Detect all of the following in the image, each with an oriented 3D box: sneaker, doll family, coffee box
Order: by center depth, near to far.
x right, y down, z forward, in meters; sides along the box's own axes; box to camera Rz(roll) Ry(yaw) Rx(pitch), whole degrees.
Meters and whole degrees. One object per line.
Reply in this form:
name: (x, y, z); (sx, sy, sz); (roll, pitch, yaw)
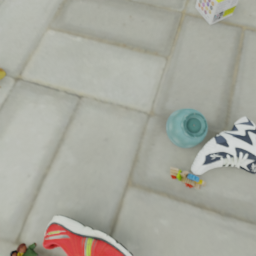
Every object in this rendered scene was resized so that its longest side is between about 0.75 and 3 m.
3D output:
sneaker: (-0.997, 3.129, 7.075); (2.521, 0.971, 1.070); (16, 62, 17)
doll family: (-2.873, 3.698, 7.097); (1.035, 0.703, 1.791); (37, 73, 10)
sneaker: (3.198, 0.918, 8.172); (2.520, 1.006, 1.640); (-31, 60, -24)
coffee box: (3.444, -4.930, 10.837); (1.108, 1.096, 1.106); (-26, 68, -11)

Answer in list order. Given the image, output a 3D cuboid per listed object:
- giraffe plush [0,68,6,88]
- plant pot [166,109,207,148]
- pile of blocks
giraffe plush: (-4.827, -1.871, 9.554); (0.917, 0.862, 1.063); (0, 65, 0)
plant pot: (1.811, -0.032, 8.212); (1.227, 0.822, 1.227); (1, 83, -8)
pile of blocks: (1.719, 1.528, 8.207); (1.129, 0.463, 0.351); (21, 67, 9)
